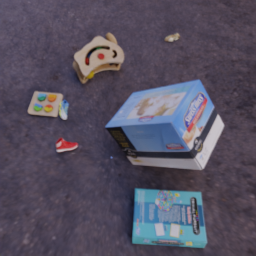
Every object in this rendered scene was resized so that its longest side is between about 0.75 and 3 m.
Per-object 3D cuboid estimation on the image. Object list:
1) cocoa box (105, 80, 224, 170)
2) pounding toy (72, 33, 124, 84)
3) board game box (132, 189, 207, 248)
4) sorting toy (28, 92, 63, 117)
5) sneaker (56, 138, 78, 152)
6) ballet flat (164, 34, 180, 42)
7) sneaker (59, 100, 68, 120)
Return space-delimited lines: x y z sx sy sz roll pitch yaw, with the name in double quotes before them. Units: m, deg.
"cocoa box" 1.104 -0.044 8.905 2.887 1.894 1.925 -4 40 48
"pounding toy" -1.304 -3.148 13.413 1.680 1.686 2.939 44 67 0
"board game box" 1.181 2.658 8.351 2.054 0.482 1.551 3 48 3
"sorting toy" -3.425 -1.015 11.594 1.206 0.220 1.116 8 62 2
"sneaker" -2.234 0.573 10.173 0.798 0.461 0.312 -17 29 -26
"ballet flat" 2.427 -4.886 15.262 0.947 0.334 0.309 -27 67 -18
"sneaker" -2.595 -0.768 11.354 0.317 0.440 0.837 5 57 -39
